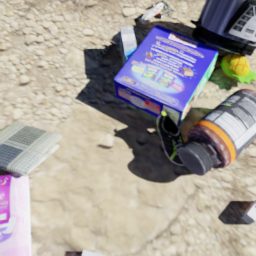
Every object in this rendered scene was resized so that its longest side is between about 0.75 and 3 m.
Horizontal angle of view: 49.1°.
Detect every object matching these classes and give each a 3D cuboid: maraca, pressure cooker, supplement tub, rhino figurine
[{"bbox_3d":[3.726,-1.987,9.463,0.918,0.716,1.339,-28,64,-15],"label":"maraca"},{"bbox_3d":[3.526,-3.558,9.367,2.272,2.584,2.308,36,33,25],"label":"pressure cooker"},{"bbox_3d":[2.674,0.155,7.848,2.727,1.458,1.458,-36,67,-18],"label":"supplement tub"},{"bbox_3d":[-0.686,-2.785,10.181,0.390,0.267,0.892,25,65,14],"label":"rhino figurine"}]

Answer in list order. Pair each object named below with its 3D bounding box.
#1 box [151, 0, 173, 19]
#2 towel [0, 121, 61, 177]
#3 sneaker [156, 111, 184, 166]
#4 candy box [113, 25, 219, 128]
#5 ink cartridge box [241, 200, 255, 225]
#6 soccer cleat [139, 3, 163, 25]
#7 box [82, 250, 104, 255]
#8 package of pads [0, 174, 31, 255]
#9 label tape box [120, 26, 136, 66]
[{"bbox_3d":[1.384,-4.812,11.368,0.605,0.187,0.757,-28,64,-13],"label":"box"},{"bbox_3d":[-3.048,0.548,7.896,1.785,0.320,1.854,15,36,16],"label":"towel"},{"bbox_3d":[1.250,0.335,7.927,0.601,0.693,1.675,-28,88,-7],"label":"sneaker"},{"bbox_3d":[1.267,-1.763,9.124,2.377,1.083,2.812,28,65,15],"label":"candy box"},{"bbox_3d":[3.353,2.099,7.304,0.277,0.470,0.817,41,68,20],"label":"ink cartridge box"},{"bbox_3d":[0.909,-4.534,11.004,1.103,0.382,0.428,-45,63,-4],"label":"soccer cleat"},{"bbox_3d":[-0.263,3.861,6.343,2.044,0.421,1.594,12,61,6],"label":"box"},{"bbox_3d":[-3.166,2.373,6.913,1.415,0.888,2.348,-9,61,-8],"label":"package of pads"},{"bbox_3d":[0.026,-2.571,9.604,0.482,1.045,1.459,-8,61,-5],"label":"label tape box"}]
